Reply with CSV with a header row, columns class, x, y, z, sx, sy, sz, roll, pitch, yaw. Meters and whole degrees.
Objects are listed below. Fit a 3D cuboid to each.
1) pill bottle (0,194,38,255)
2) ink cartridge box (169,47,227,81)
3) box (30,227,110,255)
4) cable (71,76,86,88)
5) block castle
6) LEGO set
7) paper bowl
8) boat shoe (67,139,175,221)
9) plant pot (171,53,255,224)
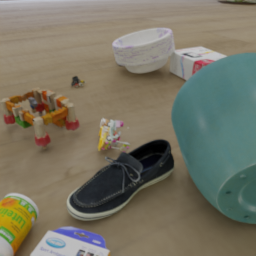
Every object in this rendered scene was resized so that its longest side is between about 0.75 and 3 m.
class,x,y,z,sx,sy,sz,roll,pitch,yaw
pill bottle,-2.077,1.751,4.572,0.702,0.702,1.265,7,32,11
ink cartridge box,3.002,-2.564,11.584,1.706,0.990,2.312,-13,33,-20
box,-1.051,2.290,3.997,1.140,0.397,1.915,11,30,17
cable,-2.088,-1.815,11.201,0.539,0.279,1.109,-30,26,-14
block castle,-2.449,-0.298,7.823,2.052,0.963,1.371,24,41,37
LEGO set,-0.366,0.229,7.231,0.682,0.843,1.834,12,0,-11
paper bowl,0.713,-3.306,12.165,2.622,1.364,2.622,-12,30,7
boat shoe,-0.073,0.959,5.802,2.682,0.835,1.000,-23,39,-31
plant pot,2.283,0.351,5.170,2.744,2.744,2.202,1,40,1
